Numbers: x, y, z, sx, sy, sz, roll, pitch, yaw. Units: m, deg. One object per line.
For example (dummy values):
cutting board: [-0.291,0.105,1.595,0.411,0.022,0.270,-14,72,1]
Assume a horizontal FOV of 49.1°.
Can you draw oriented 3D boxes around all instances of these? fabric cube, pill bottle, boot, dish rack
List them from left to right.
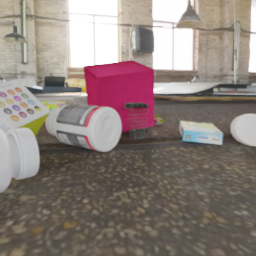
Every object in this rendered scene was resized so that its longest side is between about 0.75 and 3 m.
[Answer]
pill bottle: [-2.888,0.622,4.880,2.390,1.339,1.339,-8,12,-40]
pill bottle: [-1.519,-0.069,8.946,2.422,1.341,1.341,8,13,38]
fabric cube: [-0.416,-1.329,11.546,2.351,2.343,2.306,-11,27,-18]
dish rack: [0.338,-0.268,10.271,1.003,1.308,0.357,-4,6,-43]
boot: [4.229,0.074,9.714,2.893,1.052,1.307,4,0,-30]

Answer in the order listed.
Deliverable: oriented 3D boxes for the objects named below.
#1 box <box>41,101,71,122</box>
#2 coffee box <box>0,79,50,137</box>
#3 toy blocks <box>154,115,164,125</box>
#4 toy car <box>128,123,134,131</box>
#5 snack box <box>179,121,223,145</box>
box: [-4.088,-0.899,15.010,1.604,0.978,1.545,2,10,9]
coffee box: [-3.266,-0.222,7.511,1.397,1.413,1.411,44,32,3]
toy blocks: [1.228,-0.362,13.611,0.612,0.447,0.895,-15,27,-26]
toy car: [-0.203,-0.341,11.762,1.122,0.962,1.283,1,9,1]
snack box: [2.616,0.134,10.395,1.299,0.415,2.236,6,10,6]
